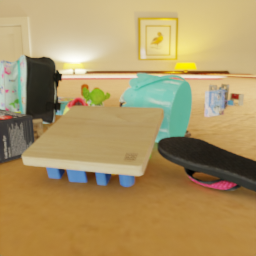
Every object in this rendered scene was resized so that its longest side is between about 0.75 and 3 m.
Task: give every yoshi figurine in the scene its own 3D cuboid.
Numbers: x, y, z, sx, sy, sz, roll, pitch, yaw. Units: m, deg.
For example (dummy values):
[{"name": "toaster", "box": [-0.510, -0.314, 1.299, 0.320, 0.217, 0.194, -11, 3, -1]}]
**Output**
[{"name": "yoshi figurine", "box": [-1.367, -1.341, 11.620, 1.155, 1.151, 2.056, -30, 32, -1]}]

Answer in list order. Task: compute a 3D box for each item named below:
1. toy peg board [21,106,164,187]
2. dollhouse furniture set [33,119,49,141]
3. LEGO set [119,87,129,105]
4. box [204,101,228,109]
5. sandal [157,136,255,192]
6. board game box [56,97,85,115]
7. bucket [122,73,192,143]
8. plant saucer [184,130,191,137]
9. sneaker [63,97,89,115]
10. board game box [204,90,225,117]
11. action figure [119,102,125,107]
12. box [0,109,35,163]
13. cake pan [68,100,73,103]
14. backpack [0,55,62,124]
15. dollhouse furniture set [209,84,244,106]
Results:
[{"name": "toy peg board", "box": [-0.513, 0.498, 5.822, 2.228, 1.090, 2.218, 2, 29, 16]}, {"name": "dollhouse furniture set", "box": [-2.452, 0.264, 7.682, 0.850, 0.602, 0.926, -9, 37, -30]}, {"name": "LEGO set", "box": [0.651, -0.421, 9.617, 2.218, 1.020, 0.826, 26, 29, -19]}, {"name": "box", "box": [4.337, -1.154, 13.794, 0.982, 0.248, 1.373, 5, 13, 23]}, {"name": "sandal", "box": [1.673, 0.812, 5.079, 2.669, 0.601, 1.002, 20, 31, 28]}, {"name": "board game box", "box": [-3.131, -1.038, 12.821, 1.513, 0.470, 2.004, 5, 14, 20]}, {"name": "bucket", "box": [0.850, -0.504, 7.670, 1.327, 2.040, 2.040, 12, 18, 27]}, {"name": "plant saucer", "box": [1.553, 0.156, 8.619, 0.777, 0.125, 0.777, 0, 12, 0]}, {"name": "sneaker", "box": [-1.404, -0.370, 8.506, 1.016, 1.174, 2.599, 1, 13, -2]}, {"name": "board game box", "box": [3.565, -1.019, 11.523, 1.028, 1.033, 0.224, -10, 14, -34]}, {"name": "action figure", "box": [0.173, -0.941, 12.118, 1.042, 0.361, 0.678, 15, -24, -24]}, {"name": "box", "box": [-3.472, 0.190, 6.605, 1.879, 0.978, 1.711, 10, 18, 38]}, {"name": "cake pan", "box": [-2.017, -0.688, 10.937, 0.163, 0.889, 0.889, -42, -10, 30]}, {"name": "backpack", "box": [-3.632, -1.319, 9.968, 2.042, 2.408, 2.712, -1, 8, -25]}, {"name": "dollhouse furniture set", "box": [5.042, -1.716, 14.468, 1.017, 1.011, 1.443, -8, 16, -30]}]
